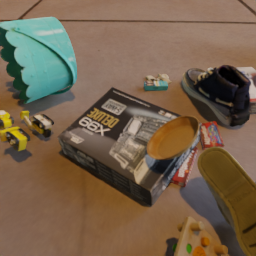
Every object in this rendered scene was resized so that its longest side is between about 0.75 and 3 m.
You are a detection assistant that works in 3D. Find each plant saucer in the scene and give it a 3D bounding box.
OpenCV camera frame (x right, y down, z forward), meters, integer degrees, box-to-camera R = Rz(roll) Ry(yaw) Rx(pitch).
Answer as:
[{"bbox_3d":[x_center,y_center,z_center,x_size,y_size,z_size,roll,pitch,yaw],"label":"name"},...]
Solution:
[{"bbox_3d":[0.943,0.241,5.713,1.222,0.216,1.222,-32,25,17],"label":"plant saucer"}]

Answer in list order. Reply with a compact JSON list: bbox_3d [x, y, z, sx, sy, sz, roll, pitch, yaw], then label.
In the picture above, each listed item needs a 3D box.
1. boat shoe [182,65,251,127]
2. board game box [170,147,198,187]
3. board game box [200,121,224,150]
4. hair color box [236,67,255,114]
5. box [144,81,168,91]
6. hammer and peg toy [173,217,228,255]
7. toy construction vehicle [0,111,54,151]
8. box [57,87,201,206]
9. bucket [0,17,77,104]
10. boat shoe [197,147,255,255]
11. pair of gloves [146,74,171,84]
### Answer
[{"bbox_3d":[2.606,-1.434,8.450,1.113,1.382,2.980,-22,42,-12],"label":"boat shoe"},{"bbox_3d":[1.228,0.837,6.793,0.655,0.124,1.273,16,42,17],"label":"board game box"},{"bbox_3d":[2.199,0.193,7.504,0.503,0.095,0.977,-12,37,12],"label":"board game box"},{"bbox_3d":[3.855,-1.255,8.967,1.061,0.612,1.914,-5,40,-8],"label":"hair color box"},{"bbox_3d":[0.940,-1.429,9.483,0.759,0.187,0.312,0,40,-5],"label":"box"},{"bbox_3d":[1.055,2.261,4.397,0.487,1.015,1.380,-25,27,45],"label":"hammer and peg toy"},{"bbox_3d":[-2.741,0.030,7.241,1.530,0.539,1.332,29,32,29],"label":"toy construction vehicle"},{"bbox_3d":[0.029,0.268,6.794,2.734,0.680,2.156,26,56,28],"label":"box"},{"bbox_3d":[-2.758,-2.084,8.502,1.647,2.532,2.532,-24,45,-24],"label":"bucket"},{"bbox_3d":[2.238,1.511,5.201,0.953,0.872,2.549,-31,66,12],"label":"boat shoe"},{"bbox_3d":[1.083,-1.742,9.937,0.781,0.137,0.664,-8,40,-11],"label":"pair of gloves"}]
